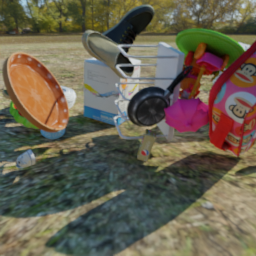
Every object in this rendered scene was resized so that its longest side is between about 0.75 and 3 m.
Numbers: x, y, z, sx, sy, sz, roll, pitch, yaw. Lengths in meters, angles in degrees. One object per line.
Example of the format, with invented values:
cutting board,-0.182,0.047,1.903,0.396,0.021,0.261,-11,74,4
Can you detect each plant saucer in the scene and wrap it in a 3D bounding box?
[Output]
plant saucer,-2.020,-0.756,6.231,0.308,1.908,1.908,-27,15,18

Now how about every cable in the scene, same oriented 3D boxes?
cable,-3.190,-1.280,11.586,2.036,0.705,2.037,17,22,24

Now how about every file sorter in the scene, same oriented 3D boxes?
file sorter,0.430,-1.013,7.558,1.427,2.292,1.590,-2,26,-13

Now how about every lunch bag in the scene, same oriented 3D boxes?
lunch bag,2.832,-0.516,6.468,2.632,2.988,1.224,-45,61,-7

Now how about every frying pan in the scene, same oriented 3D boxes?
frying pan,0.865,-0.621,6.833,1.888,1.142,0.307,-24,39,-1

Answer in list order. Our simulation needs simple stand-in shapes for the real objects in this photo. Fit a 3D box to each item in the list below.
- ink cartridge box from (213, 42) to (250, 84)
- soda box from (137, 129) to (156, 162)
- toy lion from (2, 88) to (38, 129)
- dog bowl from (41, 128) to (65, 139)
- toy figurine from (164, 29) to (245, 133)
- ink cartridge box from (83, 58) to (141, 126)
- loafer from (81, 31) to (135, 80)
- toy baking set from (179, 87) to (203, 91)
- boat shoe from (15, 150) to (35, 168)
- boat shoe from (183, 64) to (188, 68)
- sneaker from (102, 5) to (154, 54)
ink cartridge box,4.040,-1.772,9.957,1.325,1.832,1.349,16,55,-5
soda box,0.461,0.442,7.017,0.276,0.815,0.261,14,35,-4
toy lion,-3.104,-0.854,9.477,1.959,0.702,2.044,51,35,13
dog bowl,-2.185,-0.241,7.768,0.662,0.295,1.188,-18,60,-27
toy figurine,1.578,-0.967,7.224,1.816,2.227,2.419,23,-4,-11
ink cartridge box,-0.571,-1.395,9.890,1.466,2.027,1.493,17,30,24
loafer,-0.473,-2.116,8.001,1.864,0.705,0.636,34,-14,-25
toy baking set,2.790,-2.249,14.884,1.714,0.260,2.233,-12,24,-29
boat shoe,-2.351,0.761,6.353,0.304,0.343,0.932,-23,-9,-35
boat shoe,1.985,-2.079,9.067,1.554,0.559,0.503,-31,12,5
sneaker,0.032,-2.828,8.760,2.121,0.793,1.126,-33,52,20
